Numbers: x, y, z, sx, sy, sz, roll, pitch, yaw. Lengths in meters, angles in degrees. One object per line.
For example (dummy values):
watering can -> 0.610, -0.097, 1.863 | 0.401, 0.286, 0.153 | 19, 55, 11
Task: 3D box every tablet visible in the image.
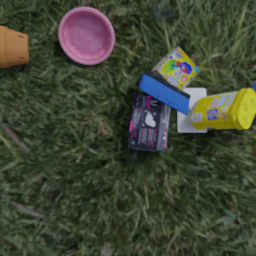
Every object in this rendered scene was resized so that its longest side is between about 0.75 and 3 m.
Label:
tablet -> 2.409, -0.665, 10.582 | 1.102, 0.116, 1.693 | 0, 84, 0

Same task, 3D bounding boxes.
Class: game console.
game console -> 1.099, -1.031, 9.636 | 1.852, 1.581, 1.096 | 29, 68, -7

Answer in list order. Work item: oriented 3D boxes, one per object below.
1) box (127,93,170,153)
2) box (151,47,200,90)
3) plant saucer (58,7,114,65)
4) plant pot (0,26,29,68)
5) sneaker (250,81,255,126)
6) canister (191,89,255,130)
box -> 0.799, -0.135, 9.848 | 1.090, 1.255, 1.900 | 6, 84, 22
box -> 1.721, -2.063, 10.214 | 1.212, 0.739, 1.168 | 43, 87, -13
plant saucer -> -1.488, -3.350, 10.235 | 2.041, 0.517, 2.041 | 3, 124, 4
plant pot -> -4.203, -2.907, 10.251 | 1.028, 1.469, 1.469 | 1, 84, -17
sneaker -> 4.940, -1.143, 10.350 | 0.968, 0.951, 2.512 | 36, 84, 26
canister -> 3.221, -0.573, 9.556 | 0.820, 1.894, 1.406 | 46, 62, -26
